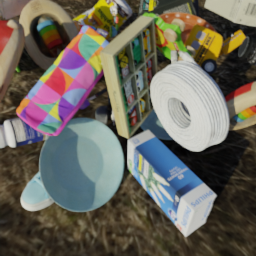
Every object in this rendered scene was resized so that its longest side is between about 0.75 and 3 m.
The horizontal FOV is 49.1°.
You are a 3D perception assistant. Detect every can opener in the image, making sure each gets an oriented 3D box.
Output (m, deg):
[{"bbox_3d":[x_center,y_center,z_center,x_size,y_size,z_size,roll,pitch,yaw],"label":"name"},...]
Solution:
[{"bbox_3d":[-0.813,-1.245,11.060,0.984,0.785,2.942,-2,43,-5],"label":"can opener"}]

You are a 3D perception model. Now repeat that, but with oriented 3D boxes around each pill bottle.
[{"bbox_3d":[-1.043,-4.378,11.516,2.309,1.261,1.261,-39,41,21],"label":"pill bottle"},{"bbox_3d":[-2.069,-5.377,14.889,1.412,1.412,2.585,22,47,21],"label":"pill bottle"},{"bbox_3d":[3.228,-1.732,6.538,1.144,0.640,0.640,16,45,-1],"label":"pill bottle"},{"bbox_3d":[-2.850,0.096,7.433,1.285,0.744,0.744,-14,45,-29],"label":"pill bottle"}]

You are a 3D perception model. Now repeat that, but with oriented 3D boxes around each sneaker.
[{"bbox_3d":[-2.100,1.112,8.327,1.053,1.167,2.849,23,48,23],"label":"sneaker"}]

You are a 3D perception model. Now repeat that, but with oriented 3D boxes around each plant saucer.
[{"bbox_3d":[2.020,-3.352,10.111,2.401,0.387,2.401,4,53,-5],"label":"plant saucer"},{"bbox_3d":[1.393,-0.201,10.244,2.130,0.410,2.130,1,43,0],"label":"plant saucer"},{"bbox_3d":[-1.317,1.021,7.982,2.607,2.607,0.502,-38,17,-32],"label":"plant saucer"}]

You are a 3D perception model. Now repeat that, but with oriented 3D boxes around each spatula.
[{"bbox_3d":[-0.936,-0.824,7.545,0.986,0.279,0.101,-28,21,11],"label":"spatula"}]

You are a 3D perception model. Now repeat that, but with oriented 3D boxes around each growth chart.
[{"bbox_3d":[-3.353,-3.963,8.725,1.930,1.397,0.171,-35,87,-31],"label":"growth chart"}]

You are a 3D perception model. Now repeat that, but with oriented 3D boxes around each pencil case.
[{"bbox_3d":[-1.398,-1.116,6.827,1.272,1.272,2.878,38,88,32],"label":"pencil case"}]

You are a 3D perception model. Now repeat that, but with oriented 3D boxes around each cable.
[{"bbox_3d":[1.414,-0.485,6.717,0.756,2.184,2.184,-28,57,-20],"label":"cable"}]

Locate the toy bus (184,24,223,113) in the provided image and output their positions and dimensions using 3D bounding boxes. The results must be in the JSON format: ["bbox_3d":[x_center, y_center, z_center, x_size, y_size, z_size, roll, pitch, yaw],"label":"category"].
[{"bbox_3d":[1.759,-1.409,8.150,1.097,2.803,0.912,28,15,7],"label":"toy bus"}]

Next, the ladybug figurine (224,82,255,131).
[{"bbox_3d":[2.862,-0.542,6.846,1.282,1.889,0.680,15,56,-33],"label":"ladybug figurine"}]

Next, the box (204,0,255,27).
[{"bbox_3d":[3.494,-4.063,9.141,1.045,0.869,2.543,5,32,-13],"label":"box"}]

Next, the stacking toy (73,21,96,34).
[{"bbox_3d":[-2.490,-3.513,10.132,1.327,1.403,2.417,23,4,39],"label":"stacking toy"}]

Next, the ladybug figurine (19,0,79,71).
[{"bbox_3d":[-2.379,-2.781,8.689,1.657,0.878,2.442,-24,90,-5],"label":"ladybug figurine"}]

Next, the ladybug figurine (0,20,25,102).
[{"bbox_3d":[-3.532,-1.563,7.150,1.029,2.862,1.942,21,31,-31],"label":"ladybug figurine"}]

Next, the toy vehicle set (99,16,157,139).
[{"bbox_3d":[0.158,-1.126,6.816,0.342,2.580,1.603,23,56,27],"label":"toy vehicle set"}]

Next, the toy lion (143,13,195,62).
[{"bbox_3d":[0.864,-2.193,6.868,1.298,1.354,0.465,28,76,42],"label":"toy lion"}]

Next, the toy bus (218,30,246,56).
[{"bbox_3d":[2.996,-2.454,8.235,0.891,0.290,0.349,-34,29,29],"label":"toy bus"}]

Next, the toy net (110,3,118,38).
[{"bbox_3d":[-0.537,-4.036,10.286,0.260,0.706,1.346,-1,78,-7],"label":"toy net"}]

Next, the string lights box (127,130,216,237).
[{"bbox_3d":[1.058,1.452,7.803,0.801,1.397,2.718,-25,49,-24],"label":"string lights box"}]

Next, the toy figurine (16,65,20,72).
[{"bbox_3d":[-6.521,-3.066,12.470,2.580,2.105,2.804,-25,27,-12],"label":"toy figurine"}]

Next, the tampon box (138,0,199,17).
[{"bbox_3d":[1.718,-4.974,11.609,2.144,1.354,1.607,-10,52,25],"label":"tampon box"}]
